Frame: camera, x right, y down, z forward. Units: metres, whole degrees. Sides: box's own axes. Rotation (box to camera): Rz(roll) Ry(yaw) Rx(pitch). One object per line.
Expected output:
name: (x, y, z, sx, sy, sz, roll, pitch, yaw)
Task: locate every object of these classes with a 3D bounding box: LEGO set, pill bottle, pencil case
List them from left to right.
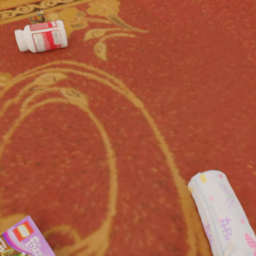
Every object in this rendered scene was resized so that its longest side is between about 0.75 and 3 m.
LEGO set: (-4.425, -5.446, 14.010, 1.051, 0.609, 0.808, -32, 56, -25)
pill bottle: (-3.808, -3.979, 12.326, 2.041, 1.146, 1.146, -14, 50, -12)
pencil case: (2.283, 2.284, 6.783, 1.135, 1.040, 2.502, 12, 43, -24)

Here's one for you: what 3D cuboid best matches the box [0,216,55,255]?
box: (-2.245, 3.631, 5.895, 2.028, 0.579, 2.963, -33, 56, -26)
